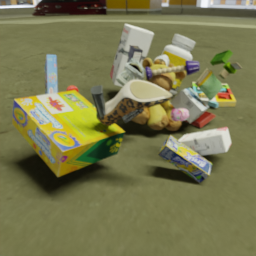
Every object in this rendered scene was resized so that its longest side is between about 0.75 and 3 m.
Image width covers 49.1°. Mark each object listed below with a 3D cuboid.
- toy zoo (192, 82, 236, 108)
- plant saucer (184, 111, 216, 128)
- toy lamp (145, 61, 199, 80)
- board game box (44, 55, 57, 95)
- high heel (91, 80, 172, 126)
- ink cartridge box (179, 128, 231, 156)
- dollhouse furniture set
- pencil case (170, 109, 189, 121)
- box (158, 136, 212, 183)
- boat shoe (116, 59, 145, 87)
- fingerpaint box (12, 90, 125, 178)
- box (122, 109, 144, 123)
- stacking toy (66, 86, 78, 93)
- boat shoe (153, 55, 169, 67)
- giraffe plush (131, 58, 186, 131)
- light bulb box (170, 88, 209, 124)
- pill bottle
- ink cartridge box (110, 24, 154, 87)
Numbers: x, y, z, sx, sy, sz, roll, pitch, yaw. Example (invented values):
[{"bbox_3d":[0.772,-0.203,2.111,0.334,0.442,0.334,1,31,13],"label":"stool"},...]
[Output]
[{"bbox_3d":[4.382,-1.704,14.547,1.965,0.306,2.995,4,29,6],"label":"toy zoo"},{"bbox_3d":[3.072,-0.471,12.063,0.984,0.181,0.982,-33,36,-21],"label":"plant saucer"},{"bbox_3d":[1.646,-2.144,10.418,1.949,0.567,0.567,-6,27,12],"label":"toy lamp"},{"bbox_3d":[-3.114,-1.847,11.243,0.399,1.648,2.179,-2,0,-19],"label":"board game box"},{"bbox_3d":[0.123,-0.554,7.771,2.156,1.537,0.770,2,55,8],"label":"high heel"},{"bbox_3d":[2.554,0.495,9.364,1.486,0.615,1.089,-12,6,31],"label":"ink cartridge box"},{"bbox_3d":[3.468,-1.951,10.657,1.614,1.057,0.810,-52,17,-8],"label":"dollhouse furniture set"},{"bbox_3d":[1.710,-0.423,9.189,0.432,0.432,0.987,14,9,23],"label":"pencil case"},{"bbox_3d":[1.755,0.968,8.613,1.595,0.513,0.559,35,42,-1],"label":"box"},{"bbox_3d":[0.218,-2.123,10.565,0.904,0.787,2.453,37,25,-1],"label":"boat shoe"},{"bbox_3d":[-1.876,0.016,8.640,2.255,0.992,2.703,-18,46,-44],"label":"fingerpaint box"},{"bbox_3d":[-0.032,-0.811,10.370,0.849,0.268,1.077,-33,55,-1],"label":"box"},{"bbox_3d":[-2.111,-0.852,11.298,0.757,1.772,0.757,-17,-8,-2],"label":"stacking toy"},{"bbox_3d":[1.374,-2.197,13.121,0.904,2.510,0.860,18,35,20],"label":"boat shoe"},{"bbox_3d":[1.247,-1.510,11.492,2.415,2.270,2.799,6,30,-25],"label":"giraffe plush"},{"bbox_3d":[2.501,-0.926,11.329,1.175,0.740,1.185,48,30,10],"label":"light bulb box"},{"bbox_3d":[2.324,-3.251,14.374,1.545,2.776,1.545,21,16,-6],"label":"pill bottle"},{"bbox_3d":[0.094,-3.459,13.519,1.144,2.713,1.964,13,21,-16],"label":"ink cartridge box"}]
